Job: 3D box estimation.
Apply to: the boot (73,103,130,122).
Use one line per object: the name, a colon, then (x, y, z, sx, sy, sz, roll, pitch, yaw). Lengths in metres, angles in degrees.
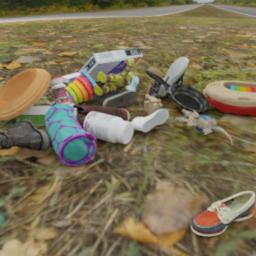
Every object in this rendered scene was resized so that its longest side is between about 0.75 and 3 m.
boot: (-0.962, -0.474, 9.753, 1.430, 0.622, 1.719, 5, 5, -45)

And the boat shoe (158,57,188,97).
boat shoe: (2.030, -2.136, 11.995, 0.646, 2.029, 0.717, 10, 47, -27)

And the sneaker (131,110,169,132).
sneaker: (0.705, -0.301, 9.697, 1.387, 0.511, 0.802, -27, 22, -35)

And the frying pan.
frying pan: (1.916, -1.313, 11.191, 2.800, 0.456, 1.693, 16, 40, -7)

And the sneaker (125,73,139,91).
sneaker: (0.159, -2.077, 12.839, 0.744, 0.672, 1.817, -26, 41, 4)

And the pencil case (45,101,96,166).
pencil case: (-1.805, 0.108, 8.475, 1.167, 1.075, 2.526, -40, 36, -1)

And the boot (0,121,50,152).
boot: (-3.425, 0.165, 7.748, 2.158, 0.747, 1.878, 13, 4, 40)

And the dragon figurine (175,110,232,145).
dragon figurine: (2.522, -0.107, 9.213, 2.072, 0.610, 1.030, 23, 7, 20)

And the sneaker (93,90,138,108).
sneaker: (-0.503, -1.326, 11.534, 1.814, 0.678, 0.963, -18, 40, -36)

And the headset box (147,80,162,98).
headset box: (1.130, -1.668, 11.939, 0.340, 0.880, 0.655, 25, -9, -8)

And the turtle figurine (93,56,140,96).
turtle figurine: (-0.444, -1.828, 11.331, 1.939, 2.404, 0.774, -24, 73, -41)

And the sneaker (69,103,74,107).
sneaker: (-2.350, -0.507, 10.465, 0.665, 0.424, 1.150, -19, 24, 8)

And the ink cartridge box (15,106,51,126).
ink cartridge box: (-3.596, -0.430, 10.160, 1.602, 0.475, 0.832, -1, 25, -8)

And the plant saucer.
plant saucer: (-3.752, -1.278, 9.687, 2.320, 0.434, 2.320, -19, 44, 19)

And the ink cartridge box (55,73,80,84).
ink cartridge box: (-3.196, -2.742, 14.958, 1.310, 0.374, 1.065, 24, 36, 32)

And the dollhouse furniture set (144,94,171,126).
dollhouse furniture set: (1.125, -0.751, 10.560, 0.654, 0.765, 1.477, -8, 28, -12)

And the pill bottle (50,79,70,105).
pill bottle: (-2.609, -1.331, 10.719, 0.561, 1.025, 0.561, -16, 2, 1)

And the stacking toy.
stacking toy: (-2.283, -1.321, 11.406, 2.031, 1.179, 1.115, -36, 83, -21)

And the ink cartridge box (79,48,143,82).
ink cartridge box: (-1.004, -2.970, 13.637, 2.557, 0.560, 2.581, -19, -4, -34)

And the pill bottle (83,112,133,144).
pill bottle: (-0.626, 0.015, 8.969, 1.452, 0.823, 0.823, 15, 31, 27)

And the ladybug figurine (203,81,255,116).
ladybug figurine: (4.368, -1.134, 10.957, 2.856, 1.027, 1.939, 9, 29, 13)

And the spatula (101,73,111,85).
spatula: (-1.067, -2.263, 13.240, 0.520, 0.189, 1.842, -11, 0, -13)

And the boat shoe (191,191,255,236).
boat shoe: (2.024, 1.773, 5.898, 1.605, 0.502, 0.571, -13, 31, -20)
